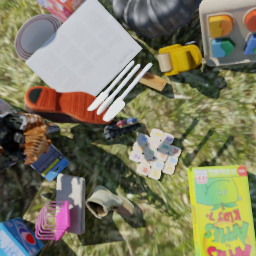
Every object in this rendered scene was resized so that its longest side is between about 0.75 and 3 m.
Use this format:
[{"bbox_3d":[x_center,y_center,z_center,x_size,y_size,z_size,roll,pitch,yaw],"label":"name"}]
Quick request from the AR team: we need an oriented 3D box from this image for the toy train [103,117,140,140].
[{"bbox_3d":[-0.121,-0.019,6.527,0.245,1.436,0.329,-35,81,31],"label":"toy train"}]

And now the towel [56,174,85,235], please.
[{"bbox_3d":[-1.311,1.736,6.424,0.857,0.223,1.294,1,89,37],"label":"towel"}]

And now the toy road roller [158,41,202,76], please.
[{"bbox_3d":[1.220,-1.654,6.817,1.111,0.811,0.682,-7,109,29],"label":"toy road roller"}]

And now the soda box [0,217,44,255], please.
[{"bbox_3d":[-3.315,3.376,5.969,2.992,1.015,0.960,-44,82,-7],"label":"soda box"}]

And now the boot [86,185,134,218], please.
[{"bbox_3d":[-0.390,1.785,6.307,1.078,0.834,0.389,31,103,2],"label":"boot"}]

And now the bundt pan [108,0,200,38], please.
[{"bbox_3d":[0.540,-3.516,6.719,2.506,0.940,2.506,3,97,25],"label":"bundt pan"}]

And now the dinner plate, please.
[{"bbox_3d":[-2.119,-2.136,6.617,1.270,1.270,0.154,-41,73,-7],"label":"dinner plate"}]

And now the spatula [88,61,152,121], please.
[{"bbox_3d":[-0.139,-0.732,5.256,1.350,0.939,0.108,-49,120,-8],"label":"spatula"}]

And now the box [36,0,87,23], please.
[{"bbox_3d":[-2.036,-3.874,7.308,2.265,1.081,1.129,40,82,7],"label":"box"}]

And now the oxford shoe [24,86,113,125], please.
[{"bbox_3d":[-1.339,-0.422,6.450,1.997,0.724,0.711,14,62,-19],"label":"oxford shoe"}]

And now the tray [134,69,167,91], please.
[{"bbox_3d":[0.583,-1.226,7.183,0.752,0.139,0.371,26,46,9],"label":"tray"}]

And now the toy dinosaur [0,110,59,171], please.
[{"bbox_3d":[-2.290,0.118,5.579,1.996,2.942,1.503,-10,84,-28],"label":"toy dinosaur"}]

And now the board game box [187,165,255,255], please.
[{"bbox_3d":[2.141,2.122,6.428,1.243,0.583,2.447,-3,79,-1],"label":"board game box"}]

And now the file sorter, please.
[{"bbox_3d":[-1.621,1.980,5.967,0.512,0.816,0.567,10,47,-26],"label":"file sorter"}]

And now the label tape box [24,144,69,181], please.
[{"bbox_3d":[-2.001,0.737,6.803,0.668,0.308,0.932,-46,107,-8],"label":"label tape box"}]

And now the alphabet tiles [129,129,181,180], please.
[{"bbox_3d":[0.673,0.638,6.890,1.147,0.086,1.173,22,81,-4],"label":"alphabet tiles"}]

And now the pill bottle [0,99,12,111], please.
[{"bbox_3d":[-3.859,0.352,6.261,1.515,1.515,2.699,28,80,5],"label":"pill bottle"}]

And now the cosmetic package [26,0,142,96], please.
[{"bbox_3d":[-1.042,-1.726,6.818,2.228,0.576,1.680,-45,99,-1],"label":"cosmetic package"}]

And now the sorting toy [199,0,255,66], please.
[{"bbox_3d":[2.581,-2.186,6.484,1.670,1.805,0.329,-2,53,20],"label":"sorting toy"}]
